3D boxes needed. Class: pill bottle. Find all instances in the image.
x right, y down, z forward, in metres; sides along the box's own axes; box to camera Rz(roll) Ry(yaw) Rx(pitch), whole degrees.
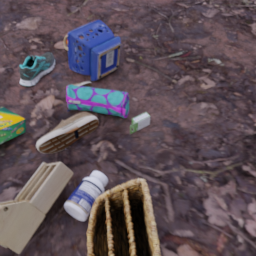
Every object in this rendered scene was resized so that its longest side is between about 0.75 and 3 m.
[{"bbox_3d":[-1.246,2.062,8.692,0.810,0.810,1.458,22,51,19],"label":"pill bottle"}]

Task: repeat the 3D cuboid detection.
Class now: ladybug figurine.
[{"bbox_3d":[-2.929,-4.366,14.403,0.451,0.851,1.253,2,24,-35],"label":"ladybug figurine"}]

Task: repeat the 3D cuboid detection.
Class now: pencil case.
[{"bbox_3d":[-1.230,-1.061,11.343,2.554,1.087,1.180,8,26,9],"label":"pencil case"}]

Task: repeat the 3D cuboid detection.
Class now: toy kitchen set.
[{"bbox_3d":[-3.913,1.539,8.106,2.422,2.969,2.678,-14,36,48],"label":"toy kitchen set"}]

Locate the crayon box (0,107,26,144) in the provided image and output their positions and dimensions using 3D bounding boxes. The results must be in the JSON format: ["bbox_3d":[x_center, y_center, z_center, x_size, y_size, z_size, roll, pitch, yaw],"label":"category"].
[{"bbox_3d":[-5.028,0.057,10.158,1.301,0.638,2.190,25,34,22],"label":"crayon box"}]

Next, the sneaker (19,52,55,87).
[{"bbox_3d":[-4.248,-2.997,13.134,0.934,1.098,2.406,16,49,12],"label":"sneaker"}]

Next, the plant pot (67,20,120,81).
[{"bbox_3d":[-1.482,-3.498,13.029,1.801,2.003,2.003,38,54,23],"label":"plant pot"}]

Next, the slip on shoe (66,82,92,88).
[{"bbox_3d":[-2.206,-1.870,12.533,1.149,0.437,0.348,-25,64,-13],"label":"slip on shoe"}]

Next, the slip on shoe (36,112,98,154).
[{"bbox_3d":[-2.301,0.094,10.389,2.520,0.958,0.763,-31,57,-28],"label":"slip on shoe"}]

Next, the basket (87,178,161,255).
[{"bbox_3d":[-0.218,2.807,7.306,1.770,1.848,2.481,-4,48,-4],"label":"basket"}]

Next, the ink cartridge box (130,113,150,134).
[{"bbox_3d":[0.395,-0.187,10.965,0.960,0.498,0.285,-27,53,-22],"label":"ink cartridge box"}]
